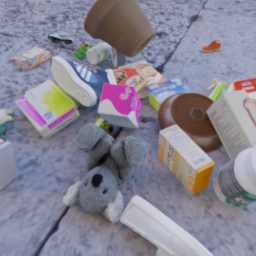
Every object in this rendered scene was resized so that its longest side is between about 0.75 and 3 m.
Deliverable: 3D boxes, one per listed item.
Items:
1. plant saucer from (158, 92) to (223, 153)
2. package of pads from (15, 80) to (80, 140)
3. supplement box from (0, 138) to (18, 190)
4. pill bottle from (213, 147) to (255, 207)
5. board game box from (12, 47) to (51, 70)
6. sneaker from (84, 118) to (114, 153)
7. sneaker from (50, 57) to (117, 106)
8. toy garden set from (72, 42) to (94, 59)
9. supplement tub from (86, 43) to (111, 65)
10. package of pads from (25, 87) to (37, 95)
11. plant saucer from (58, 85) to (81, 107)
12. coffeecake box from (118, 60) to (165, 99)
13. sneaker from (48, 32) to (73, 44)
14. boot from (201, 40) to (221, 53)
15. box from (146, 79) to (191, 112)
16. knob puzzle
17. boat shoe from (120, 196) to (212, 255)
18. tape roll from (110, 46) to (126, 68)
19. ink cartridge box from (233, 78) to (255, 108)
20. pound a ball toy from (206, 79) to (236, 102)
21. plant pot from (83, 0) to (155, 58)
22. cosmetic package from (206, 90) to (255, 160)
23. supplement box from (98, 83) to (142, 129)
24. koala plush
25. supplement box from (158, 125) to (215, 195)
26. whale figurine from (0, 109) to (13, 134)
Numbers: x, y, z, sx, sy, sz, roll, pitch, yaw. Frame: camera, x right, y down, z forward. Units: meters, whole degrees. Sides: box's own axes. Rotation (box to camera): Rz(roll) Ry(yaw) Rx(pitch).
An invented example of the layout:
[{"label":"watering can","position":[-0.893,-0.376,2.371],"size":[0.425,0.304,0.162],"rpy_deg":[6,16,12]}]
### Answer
[{"label":"plant saucer","position":[2.405,-0.376,9.995],"size":[2.656,0.486,2.656],"rpy_deg":[5,57,-7]},{"label":"package of pads","position":[-3.004,-0.770,10.498],"size":[1.663,0.734,2.152],"rpy_deg":[-38,55,-17]},{"label":"supplement box","position":[-4.714,0.719,8.569],"size":[2.615,1.423,0.796],"rpy_deg":[20,38,21]},{"label":"pill bottle","position":[3.176,1.269,7.298],"size":[1.246,2.203,1.246],"rpy_deg":[2,65,-4]},{"label":"board game box","position":[-4.739,-3.457,13.825],"size":[1.088,0.333,1.436],"rpy_deg":[25,49,24]},{"label":"sneaker","position":[-0.986,0.268,9.643],"size":[0.702,0.618,1.659],"rpy_deg":[21,43,5]},{"label":"sneaker","position":[-1.542,-1.954,10.839],"size":[2.587,1.042,1.894],"rpy_deg":[43,45,18]},{"label":"toy garden set","position":[-2.324,-3.971,14.453],"size":[1.071,0.256,1.285],"rpy_deg":[35,54,29]},{"label":"supplement tub","position":[-1.427,-3.648,13.701],"size":[0.783,0.783,1.080],"rpy_deg":[29,51,27]},{"label":"package of pads","position":[-3.755,-1.400,11.684],"size":[0.892,0.304,0.689],"rpy_deg":[-28,52,-27]},{"label":"plant saucer","position":[-2.438,-1.217,11.314],"size":[1.612,0.250,1.612],"rpy_deg":[-7,53,9]},{"label":"coffeecake box","position":[0.563,-2.128,12.197],"size":[1.359,0.647,1.770],"rpy_deg":[-20,47,-20]},{"label":"sneaker","position":[-3.616,-4.817,14.893],"size":[1.306,0.507,0.564],"rpy_deg":[3,64,-24]},{"label":"boot","position":[4.311,-4.264,14.507],"size":[1.103,0.592,0.414],"rpy_deg":[-13,47,-11]},{"label":"box","position":[1.967,-0.852,10.864],"size":[1.594,0.623,2.613],"rpy_deg":[-18,46,-18]},{"label":"knob puzzle","position":[-0.345,-1.890,11.574],"size":[2.180,0.302,2.180],"rpy_deg":[-14,55,21]},{"label":"boat shoe","position":[0.994,2.826,6.834],"size":[2.824,1.017,0.967],"rpy_deg":[35,80,19]},{"label":"tape roll","position":[-0.493,-3.517,13.181],"size":[0.431,1.305,1.305],"rpy_deg":[-11,45,-13]},{"label":"ink cartridge box","position":[4.895,-1.249,10.948],"size":[1.194,0.369,1.472],"rpy_deg":[-11,83,-12]},{"label":"pound a ball toy","position":[3.757,-1.344,11.472],"size":[1.114,0.726,1.708],"rpy_deg":[2,37,41]},{"label":"plant pot","position":[-0.153,-4.252,11.751],"size":[2.288,2.624,2.624],"rpy_deg":[45,53,-1]},{"label":"cosmetic package","position":[3.622,0.054,8.998],"size":[0.991,1.174,2.271],"rpy_deg":[-10,65,-21]},{"label":"supplement box","position":[-0.214,-0.680,9.498],"size":[1.035,2.003,1.013],"rpy_deg":[9,82,13]},{"label":"koala plush","position":[-0.669,1.397,7.939],"size":[1.995,2.068,2.250],"rpy_deg":[15,67,6]},{"label":"supplement box","position":[1.694,0.948,8.584],"size":[0.678,1.163,1.845],"rpy_deg":[-22,47,-20]},{"label":"whale figurine","position":[-4.840,-0.201,10.208],"size":[1.315,0.857,1.653],"rpy_deg":[1,19,4]}]
